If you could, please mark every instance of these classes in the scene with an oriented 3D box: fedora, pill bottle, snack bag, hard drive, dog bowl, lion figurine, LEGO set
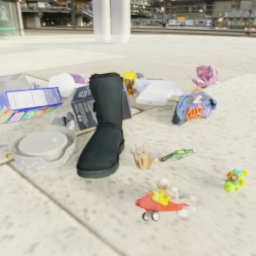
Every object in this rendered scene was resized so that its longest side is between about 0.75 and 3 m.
[{"bbox_3d":[-5.509,-1.860,13.213,2.526,1.290,2.857,-7,24,-17],"label":"fedora"},{"bbox_3d":[-2.674,-1.933,12.741,1.059,1.059,1.900,11,11,24],"label":"pill bottle"},{"bbox_3d":[1.593,-2.125,14.910,2.402,0.257,2.265,1,26,-12],"label":"snack bag"},{"bbox_3d":[1.338,-1.605,12.596,1.297,0.262,1.966,9,37,26],"label":"hard drive"},{"bbox_3d":[-2.226,0.521,7.425,1.716,0.503,1.716,0,27,0],"label":"dog bowl"},{"bbox_3d":[0.355,0.808,7.039,0.458,0.775,1.265,-12,3,22],"label":"lion figurine"},{"bbox_3d":[-3.503,0.687,8.705,1.282,0.421,1.717,-2,16,11],"label":"LEGO set"}]

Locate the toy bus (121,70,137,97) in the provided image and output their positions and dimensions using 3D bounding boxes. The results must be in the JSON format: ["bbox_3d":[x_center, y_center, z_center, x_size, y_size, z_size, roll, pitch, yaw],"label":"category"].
[{"bbox_3d":[0.084,-2.070,12.586,0.702,1.034,0.992,10,50,26],"label":"toy bus"}]

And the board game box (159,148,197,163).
[{"bbox_3d":[1.325,0.753,7.571,0.602,0.135,1.149,-1,-17,-18],"label":"board game box"}]

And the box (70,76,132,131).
[{"bbox_3d":[-0.980,-0.995,10.808,2.036,1.195,2.002,-14,24,3],"label":"box"}]

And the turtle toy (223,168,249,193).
[{"bbox_3d":[2.535,1.268,6.716,0.382,0.550,0.755,34,53,3],"label":"turtle toy"}]

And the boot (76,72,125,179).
[{"bbox_3d":[-0.737,-0.243,7.598,1.108,2.438,2.902,-1,16,12],"label":"boot"}]

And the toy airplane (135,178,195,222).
[{"bbox_3d":[0.818,1.455,5.796,1.178,0.831,1.173,-9,-16,15],"label":"toy airplane"}]

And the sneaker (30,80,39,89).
[{"bbox_3d":[-5.161,-2.345,15.617,0.444,0.400,1.030,7,28,-14],"label":"sneaker"}]

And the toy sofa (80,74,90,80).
[{"bbox_3d":[-2.009,-2.036,14.043,1.130,0.959,2.315,-14,26,-30],"label":"toy sofa"}]

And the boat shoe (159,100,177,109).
[{"bbox_3d":[1.877,-1.052,12.504,1.081,0.370,0.404,4,14,-11],"label":"boat shoe"}]

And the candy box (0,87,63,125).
[{"bbox_3d":[-3.718,-0.821,10.315,2.024,0.780,1.712,-13,-6,-41],"label":"candy box"}]

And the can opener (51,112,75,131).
[{"bbox_3d":[-2.132,-0.204,9.516,0.559,0.705,2.122,-37,15,1],"label":"can opener"}]

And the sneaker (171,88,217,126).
[{"bbox_3d":[2.704,-0.811,11.144,1.153,1.108,2.940,27,38,26],"label":"sneaker"}]

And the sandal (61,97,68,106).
[{"bbox_3d":[-3.178,-1.500,13.329,0.632,0.382,1.554,27,34,-27],"label":"sandal"}]

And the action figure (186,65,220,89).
[{"bbox_3d":[3.151,-1.999,11.775,1.138,1.265,1.699,-2,34,28],"label":"action figure"}]

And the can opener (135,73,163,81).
[{"bbox_3d":[1.164,-2.848,16.475,1.856,0.617,0.489,9,23,8],"label":"can opener"}]
